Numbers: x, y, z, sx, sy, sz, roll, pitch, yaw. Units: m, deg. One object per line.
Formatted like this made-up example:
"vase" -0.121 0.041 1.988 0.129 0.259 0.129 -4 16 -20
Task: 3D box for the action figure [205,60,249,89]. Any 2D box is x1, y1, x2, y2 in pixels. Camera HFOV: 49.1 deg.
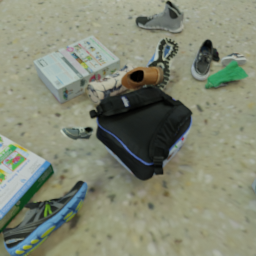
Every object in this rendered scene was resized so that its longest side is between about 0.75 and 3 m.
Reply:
"action figure" 3.942 -2.081 11.663 1.780 0.487 1.051 -25 56 -11

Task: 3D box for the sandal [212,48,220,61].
"sandal" 4.005 -3.423 12.910 0.361 0.230 0.960 -1 51 -1

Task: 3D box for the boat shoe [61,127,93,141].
"boat shoe" -1.338 0.091 7.513 0.383 1.241 0.452 -48 69 11

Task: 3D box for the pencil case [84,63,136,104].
"pencil case" -0.608 -1.779 11.158 2.250 0.875 1.006 -31 43 -23

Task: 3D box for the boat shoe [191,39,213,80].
"boat shoe" 3.339 -3.054 12.237 0.795 0.753 2.274 19 54 10

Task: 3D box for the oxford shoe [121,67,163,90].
"oxford shoe" 0.223 -1.648 9.077 0.756 2.121 0.756 -4 93 -29

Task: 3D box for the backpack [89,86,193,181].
"backpack" 0.616 0.099 8.832 2.668 2.158 2.801 -38 71 -25

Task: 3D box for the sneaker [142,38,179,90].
"sneaker" 1.195 -2.254 11.456 1.118 1.269 2.847 28 68 1

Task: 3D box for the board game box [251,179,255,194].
"board game box" 5.135 2.472 7.679 2.142 0.933 2.903 -9 50 -7

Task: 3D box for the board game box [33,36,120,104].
"board game box" -2.094 -2.503 11.685 2.894 0.930 2.135 -31 59 -20

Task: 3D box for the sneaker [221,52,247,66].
"sneaker" 4.631 -3.066 12.475 1.211 0.475 0.481 -2 55 -16

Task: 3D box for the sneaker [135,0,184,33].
"sneaker" 1.610 -5.693 13.973 2.494 1.440 0.936 11 51 8

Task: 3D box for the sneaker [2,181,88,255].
"sneaker" -2.246 2.309 7.782 2.677 0.949 1.109 -37 66 -23

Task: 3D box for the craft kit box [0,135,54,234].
"craft kit box" -4.346 1.661 8.526 2.911 0.715 2.947 27 56 17
